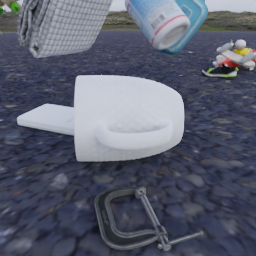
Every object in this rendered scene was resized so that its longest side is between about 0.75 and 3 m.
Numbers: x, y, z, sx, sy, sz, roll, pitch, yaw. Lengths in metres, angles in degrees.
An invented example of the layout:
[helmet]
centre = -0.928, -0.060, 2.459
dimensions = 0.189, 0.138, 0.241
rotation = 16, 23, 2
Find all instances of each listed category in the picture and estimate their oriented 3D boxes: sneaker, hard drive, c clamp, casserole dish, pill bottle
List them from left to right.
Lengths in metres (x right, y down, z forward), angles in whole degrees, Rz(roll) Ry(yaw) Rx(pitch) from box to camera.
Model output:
[hard drive]
centre = -1.865, -0.263, 8.069
dimensions = 2.111, 0.277, 1.392
rotation = 9, 25, 21
[c clamp]
centre = 0.169, 1.372, 4.405
dimensions = 1.331, 0.211, 1.558
rotation = -13, 27, -16
[pill bottle]
centre = 0.841, -4.280, 10.012
dimensions = 1.494, 1.494, 2.747
rotation = -23, 76, -43
[casserole dish]
centre = 1.903, -4.077, 10.882
dimensions = 1.592, 2.628, 0.510
rotation = 38, 21, -4
[sneaker]
centre = 4.420, -2.792, 13.468
dimensions = 1.694, 0.702, 0.608
rotation = 15, 27, 32

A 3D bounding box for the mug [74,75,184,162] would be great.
[mug]
centre = 0.040, -0.112, 5.694
dimensions = 2.147, 1.808, 2.449
rotation = 0, 17, -6

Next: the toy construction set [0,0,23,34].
[toy construction set]
centre = -2.648, -2.398, 5.539
dimensions = 1.083, 1.410, 1.176
rotation = 45, 67, 6

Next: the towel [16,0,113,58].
[towel]
centre = -1.611, -3.303, 7.458
dimensions = 1.154, 2.698, 2.234
rotation = 41, 33, 14

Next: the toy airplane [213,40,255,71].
[toy airplane]
centre = 5.588, -3.780, 14.602
dimensions = 2.273, 1.604, 2.263
rotation = 17, 36, 23
